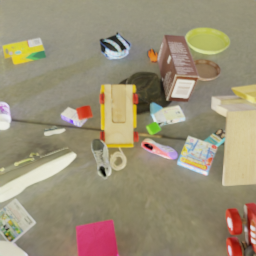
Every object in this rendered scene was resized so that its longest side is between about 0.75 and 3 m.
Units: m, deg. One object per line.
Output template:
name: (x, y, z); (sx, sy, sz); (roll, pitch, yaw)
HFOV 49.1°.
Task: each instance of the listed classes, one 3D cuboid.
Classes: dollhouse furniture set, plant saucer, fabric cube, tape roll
dollhouse furniture set: (4.325, 0.246, 10.113); (2.844, 2.436, 2.990); (-3, 14, -3)
plant saucer: (4.668, -1.226, 10.261); (1.266, 0.307, 1.266); (-10, 26, -16)
plant saucer: (4.010, -4.379, 14.247); (2.198, 0.342, 2.198); (0, 49, 0)
fabric cube: (-0.784, 3.134, 7.313); (0.998, 0.979, 0.994); (-9, 50, -8)
plant saucer: (3.463, -2.606, 12.770); (1.471, 0.253, 1.471); (0, 49, 1)
tape roll: (-3.516, 4.184, 6.711); (2.825, 0.516, 2.825); (0, 50, 0)

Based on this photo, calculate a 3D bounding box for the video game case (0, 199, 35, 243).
video game case: (-3.301, 2.676, 8.030); (0.860, 0.104, 0.943); (-40, 79, -21)

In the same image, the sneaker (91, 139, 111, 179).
sneaker: (-0.845, 1.011, 8.873); (0.490, 1.305, 0.753); (-18, 9, 3)

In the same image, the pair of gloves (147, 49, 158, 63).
pair of gloves: (1.566, -3.524, 13.633); (1.265, 0.156, 1.127); (-2, 48, -6)

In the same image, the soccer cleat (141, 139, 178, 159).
soccer cleat: (1.062, 0.774, 9.597); (1.297, 0.442, 0.475); (24, 20, 16)

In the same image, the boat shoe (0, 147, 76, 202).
boat shoe: (-3.076, 1.285, 8.832); (2.861, 1.023, 0.855); (-28, 68, -18)

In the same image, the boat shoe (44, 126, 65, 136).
boat shoe: (-2.742, 0.088, 10.425); (0.768, 0.288, 0.238); (-14, 61, -1)

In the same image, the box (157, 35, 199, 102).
box: (2.001, -2.544, 11.727); (1.032, 1.379, 2.754); (3, 49, -9)

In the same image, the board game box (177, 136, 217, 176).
board game box: (2.344, 0.934, 9.486); (1.044, 0.292, 1.022); (19, 66, 19)

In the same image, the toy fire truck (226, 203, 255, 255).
toy fire truck: (3.133, 2.875, 6.733); (1.106, 1.973, 1.656); (-4, 9, 5)

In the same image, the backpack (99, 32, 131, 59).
backpack: (-0.544, -3.768, 13.332); (1.233, 0.909, 1.351); (-30, 54, -23)

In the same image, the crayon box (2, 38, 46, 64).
crayon box: (-5.026, -3.701, 13.565); (1.840, 0.467, 1.168); (-16, 51, -14)

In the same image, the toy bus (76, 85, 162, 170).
toy bus: (-0.363, -0.262, 9.890); (2.619, 1.353, 2.472); (-45, 92, -7)

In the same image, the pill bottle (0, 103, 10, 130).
pill bottle: (-4.809, -0.439, 10.672); (0.581, 0.581, 1.035); (-16, 52, -14)

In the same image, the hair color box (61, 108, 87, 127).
hair color box: (-2.096, -0.419, 10.853); (0.876, 0.284, 0.479); (22, 51, 21)

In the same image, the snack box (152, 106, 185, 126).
snack box: (1.555, -0.472, 10.939); (1.151, 0.214, 0.669); (-11, 50, -9)

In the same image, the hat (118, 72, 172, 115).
hat: (0.631, -1.717, 11.497); (2.546, 1.027, 2.546); (0, 48, 0)

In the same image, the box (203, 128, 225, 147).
box: (3.162, 0.438, 10.135); (1.001, 0.246, 0.412); (-33, 57, -26)
